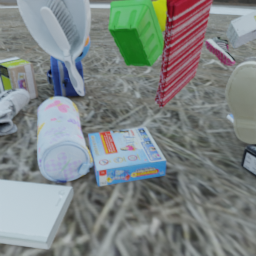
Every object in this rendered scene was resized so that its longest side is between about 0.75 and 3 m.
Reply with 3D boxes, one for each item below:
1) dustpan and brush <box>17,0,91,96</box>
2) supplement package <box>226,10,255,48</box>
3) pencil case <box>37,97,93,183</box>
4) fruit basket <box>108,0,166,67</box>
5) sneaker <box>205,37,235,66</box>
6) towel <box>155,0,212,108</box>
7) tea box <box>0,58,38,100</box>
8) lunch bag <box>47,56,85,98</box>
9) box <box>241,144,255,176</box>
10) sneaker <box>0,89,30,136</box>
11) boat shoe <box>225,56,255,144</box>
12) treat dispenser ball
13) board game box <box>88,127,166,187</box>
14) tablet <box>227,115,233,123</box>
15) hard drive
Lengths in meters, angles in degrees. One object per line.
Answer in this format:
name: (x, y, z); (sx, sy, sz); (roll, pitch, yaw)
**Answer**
dustpan and brush: (-1.619, -2.179, 7.252); (2.026, 2.902, 0.831); (2, 46, 27)
supplement package: (3.492, -2.909, 8.194); (0.969, 0.537, 0.755); (-25, -14, 4)
pencil case: (-1.853, 0.191, 7.901); (1.354, 1.241, 2.986); (5, 27, -22)
fruit basket: (0.459, -3.011, 8.215); (1.474, 2.044, 2.044); (8, 30, 26)
sneaker: (3.695, -3.026, 10.817); (0.689, 0.581, 1.574); (-30, 55, -5)
towel: (1.206, -1.796, 6.026); (0.273, 2.432, 1.759); (29, 52, 25)
tea box: (-4.561, -1.964, 11.452); (0.978, 1.464, 1.441); (-26, 39, -38)
lunch bag: (-2.666, -2.196, 11.843); (1.454, 1.493, 2.198); (-7, 32, -11)
box: (4.738, 1.108, 6.794); (2.391, 0.728, 2.966); (-17, 34, -25)
sneaker: (-4.054, -0.503, 9.498); (1.402, 0.917, 2.440); (19, 40, 29)
boat shoe: (2.581, -0.590, 5.812); (0.844, 2.350, 0.699); (11, 58, 34)
treat dispenser ball: (-2.059, -2.968, 9.577); (1.504, 1.504, 1.504); (0, 30, 0)
board game box: (-0.104, 0.710, 7.713); (1.772, 0.506, 1.810); (-7, 30, -11)
tablet: (4.027, 0.180, 7.571); (1.724, 0.181, 2.650); (-4, 27, -7)
hard drive: (-2.556, 1.763, 6.066); (2.335, 0.307, 1.540); (4, 30, 8)
